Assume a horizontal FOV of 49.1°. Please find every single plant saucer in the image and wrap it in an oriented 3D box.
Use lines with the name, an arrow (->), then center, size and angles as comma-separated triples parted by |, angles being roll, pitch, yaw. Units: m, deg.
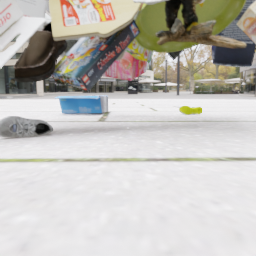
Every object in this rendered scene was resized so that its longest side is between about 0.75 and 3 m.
plant saucer -> 1.513, -2.990, 7.283 | 2.952, 0.459, 2.952 | -12, -16, -3

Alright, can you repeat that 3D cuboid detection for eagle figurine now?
eagle figurine -> 1.182, -2.865, 5.060 | 2.038, 2.686, 2.027 | 9, 7, -6

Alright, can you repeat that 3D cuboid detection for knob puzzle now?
knob puzzle -> -0.719, -2.742, 6.517 | 2.336, 2.336, 0.324 | 0, -33, 0

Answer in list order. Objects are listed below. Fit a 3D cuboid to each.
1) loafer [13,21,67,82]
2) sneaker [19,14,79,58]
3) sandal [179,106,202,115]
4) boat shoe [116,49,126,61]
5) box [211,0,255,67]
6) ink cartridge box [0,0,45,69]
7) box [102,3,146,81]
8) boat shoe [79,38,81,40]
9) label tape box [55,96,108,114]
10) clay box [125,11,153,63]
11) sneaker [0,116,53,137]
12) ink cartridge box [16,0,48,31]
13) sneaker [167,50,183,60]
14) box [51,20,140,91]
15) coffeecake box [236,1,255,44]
loafer -> -2.174, -1.905, 6.781 | 0.861, 0.841, 2.358 | -2, 40, 7
sneaker -> -2.562, -3.380, 9.961 | 2.852, 1.111, 1.417 | 20, 32, -47
sandal -> 2.818, -0.789, 12.792 | 1.058, 0.421, 0.461 | 6, 0, -10
boat shoe -> -0.643, -3.093, 8.143 | 0.831, 2.288, 0.718 | -20, 35, 4
box -> 3.616, -3.487, 9.372 | 1.268, 2.430, 1.798 | 7, 31, 11
ink cartridge box -> -3.310, -2.138, 5.248 | 2.996, 1.755, 1.009 | 16, -31, 21
box -> -0.125, -3.482, 10.863 | 1.403, 2.938, 1.465 | 13, 29, 22
boat shoe -> -1.290, -2.932, 9.119 | 0.551, 0.560, 1.552 | -3, -15, -16
label tape box -> -2.085, -1.096, 13.234 | 1.923, 0.887, 2.684 | 0, 9, 6
clay box -> 0.288, -3.185, 9.615 | 0.516, 1.245, 2.168 | 18, -2, 30
sneaker -> -2.249, -0.031, 6.172 | 0.514, 0.468, 1.253 | 7, 10, 44
ink cartridge box -> -3.046, -3.886, 8.020 | 1.439, 1.971, 0.831 | 10, 2, -24
sneaker -> 1.799, -3.135, 9.864 | 1.107, 0.927, 2.440 | -34, 12, 26
box -> -0.841, -1.873, 6.956 | 1.412, 2.068, 0.390 | 21, -24, 44
coffeecake box -> 3.480, -2.355, 6.799 | 0.546, 1.494, 1.147 | -43, -4, 6
